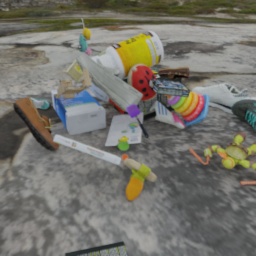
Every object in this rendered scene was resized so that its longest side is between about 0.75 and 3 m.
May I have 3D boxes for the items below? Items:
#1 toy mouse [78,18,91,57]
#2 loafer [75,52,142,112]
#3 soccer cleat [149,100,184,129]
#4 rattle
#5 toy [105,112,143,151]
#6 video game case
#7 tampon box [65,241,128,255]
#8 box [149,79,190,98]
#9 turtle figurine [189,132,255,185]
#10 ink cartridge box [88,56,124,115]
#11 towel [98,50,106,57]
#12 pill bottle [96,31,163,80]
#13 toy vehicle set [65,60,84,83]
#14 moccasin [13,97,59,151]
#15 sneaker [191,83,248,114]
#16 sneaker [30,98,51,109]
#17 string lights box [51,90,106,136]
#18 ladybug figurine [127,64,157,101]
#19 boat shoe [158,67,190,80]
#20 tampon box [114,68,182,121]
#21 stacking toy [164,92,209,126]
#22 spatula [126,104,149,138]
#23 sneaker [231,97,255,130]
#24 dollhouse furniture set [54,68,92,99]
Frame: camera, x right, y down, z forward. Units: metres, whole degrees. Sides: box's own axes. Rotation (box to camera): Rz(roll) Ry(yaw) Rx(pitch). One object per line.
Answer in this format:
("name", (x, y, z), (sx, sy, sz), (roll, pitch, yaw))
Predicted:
("toy mouse", (-1.750, -3.307, 11.510), (0.328, 1.693, 1.505), (5, 67, 3))
("loafer", (-0.659, -1.679, 9.636), (0.922, 2.642, 0.924), (-48, 7, -8))
("soccer cleat", (1.542, -0.408, 11.268), (0.712, 0.576, 1.649), (-45, 61, 4))
("rattle", (0.057, 1.429, 8.265), (0.966, 1.059, 1.483), (23, -4, -39))
("toy", (-0.057, 0.159, 10.328), (1.229, 0.504, 2.134), (-7, 27, 10))
("video game case", (-1.055, 0.625, 7.666), (1.699, 0.214, 1.867), (20, -7, -2))
("tampon box", (-0.541, 2.741, 5.139), (1.131, 0.848, 0.714), (-6, 29, -12))
("box", (1.426, -1.387, 9.710), (1.191, 0.274, 0.947), (4, 25, -15))
("turtle figurine", (3.374, 0.765, 8.958), (2.413, 0.777, 1.946), (21, 35, 35))
("ink cartridge box", (-0.922, -1.685, 11.782), (0.625, 1.782, 2.192), (-28, 70, -24))
("towel", (-0.446, -3.124, 12.013), (1.609, 0.294, 1.194), (-25, 54, -5))
("pill bottle", (0.053, -2.670, 10.635), (2.370, 1.295, 1.295), (-26, 34, -12))
("toy vehicle set", (-1.893, -2.279, 10.772), (0.125, 0.584, 0.940), (0, 52, 55))
("moccasin", (-3.059, -0.147, 9.723), (0.841, 0.796, 2.177), (-33, 75, -32))
("sneaker", (4.239, -1.595, 13.066), (1.085, 1.143, 2.840), (-26, 35, -36))
("sneaker", (-4.131, -1.129, 13.022), (1.276, 0.495, 0.582), (13, 15, 16))
("string lights box", (-2.174, -0.841, 11.897), (1.506, 0.864, 2.931), (-12, 30, -22))
("ladybug figurine", (0.610, -1.631, 10.388), (0.635, 1.765, 1.198), (27, 80, 37))
("boat shoe", (1.641, -1.946, 10.148), (1.165, 0.410, 0.410), (-2, -8, 21))
("tampon box", (0.840, -1.554, 12.510), (2.480, 1.565, 1.858), (-19, 33, -32))
("stacking toy", (1.939, -1.093, 10.729), (2.147, 1.246, 1.178), (26, 61, -21))
("spatula", (0.253, -0.132, 6.338), (0.250, 0.884, 0.091), (-29, 20, 3))
("sneaker", (5.174, -0.339, 10.814), (1.311, 1.115, 2.875), (-25, 35, -32))
("dollhouse furniture set", (-1.810, -1.394, 8.795), (0.750, 0.641, 1.448), (-9, -5, -36))
